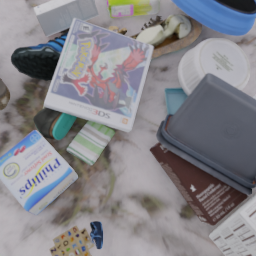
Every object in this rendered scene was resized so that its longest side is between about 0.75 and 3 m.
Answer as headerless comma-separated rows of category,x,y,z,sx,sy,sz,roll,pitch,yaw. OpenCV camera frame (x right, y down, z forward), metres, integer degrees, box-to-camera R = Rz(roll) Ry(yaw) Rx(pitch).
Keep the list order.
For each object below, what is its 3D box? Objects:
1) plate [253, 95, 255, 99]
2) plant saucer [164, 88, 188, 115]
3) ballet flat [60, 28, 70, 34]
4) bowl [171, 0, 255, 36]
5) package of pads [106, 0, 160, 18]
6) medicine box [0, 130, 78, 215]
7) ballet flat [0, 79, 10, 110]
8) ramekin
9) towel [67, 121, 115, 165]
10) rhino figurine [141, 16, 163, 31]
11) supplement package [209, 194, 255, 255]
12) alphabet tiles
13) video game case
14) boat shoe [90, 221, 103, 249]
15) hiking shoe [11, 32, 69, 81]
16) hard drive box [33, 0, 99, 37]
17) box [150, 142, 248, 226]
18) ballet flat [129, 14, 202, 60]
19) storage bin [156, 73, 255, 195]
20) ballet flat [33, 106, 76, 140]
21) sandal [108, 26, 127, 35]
plate,3.184,0.149,6.646,1.445,0.234,1.448,43,97,28
plant saucer,1.430,0.070,6.987,0.842,0.229,2.409,-2,65,-5
ballet flat,-1.655,-2.960,8.398,0.948,0.319,0.220,7,24,8
bowl,2.148,-3.570,7.310,2.875,0.564,2.875,15,49,-18
package of pads,0.115,-4.082,8.712,1.613,0.550,1.246,-8,66,-4
medicine box,-2.069,0.997,6.311,1.254,0.709,1.377,-42,72,-17
ballet flat,-3.852,-1.383,7.348,0.980,0.675,2.910,-33,58,-23
ramekin,2.222,-1.450,7.095,1.768,0.823,1.768,3,74,-12
towel,-0.920,0.308,6.929,0.783,0.161,1.049,30,69,12
rhino figurine,0.777,-3.124,8.445,0.355,0.243,0.813,42,70,4
supplement package,2.712,1.756,5.076,1.711,2.197,1.218,-34,65,-15
alphabet tiles,-1.204,2.556,5.977,0.859,0.027,0.715,-28,68,-12
video game case,-0.627,-1.253,6.622,2.055,0.259,2.255,17,77,-8
boat shoe,-0.671,2.218,5.766,0.259,0.755,0.318,12,99,-14
hiking shoe,-1.774,-2.009,7.578,2.620,0.975,1.136,-8,55,-20
hard drive box,-1.776,-3.273,7.882,1.573,0.604,1.226,-24,37,-6
box,1.484,0.949,6.055,1.006,0.752,2.008,-35,82,-12
ballet flat,1.019,-2.571,7.800,2.824,0.950,0.961,-33,75,-14
storage bin,2.033,-0.033,5.910,2.292,1.539,1.668,32,26,1
ballet flat,-1.339,-0.955,7.088,0.953,0.947,2.786,28,65,24
sandal,-0.398,-2.712,7.920,0.347,0.387,1.054,43,38,-1
